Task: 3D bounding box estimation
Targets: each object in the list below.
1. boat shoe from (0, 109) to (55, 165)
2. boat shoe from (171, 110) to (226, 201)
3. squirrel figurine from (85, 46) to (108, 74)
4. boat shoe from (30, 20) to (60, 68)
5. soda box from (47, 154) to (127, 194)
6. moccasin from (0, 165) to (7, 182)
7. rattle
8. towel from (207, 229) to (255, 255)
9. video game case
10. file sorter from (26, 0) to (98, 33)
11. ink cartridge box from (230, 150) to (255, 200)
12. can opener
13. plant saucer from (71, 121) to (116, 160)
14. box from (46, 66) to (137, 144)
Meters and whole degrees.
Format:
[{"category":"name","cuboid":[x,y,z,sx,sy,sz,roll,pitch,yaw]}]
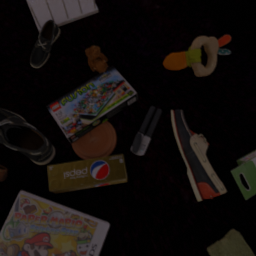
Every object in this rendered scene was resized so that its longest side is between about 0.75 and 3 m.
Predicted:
[{"category":"boat shoe","cuboid":[-3.565,0.050,8.572,2.913,0.985,1.046,30,74,11]},{"category":"boat shoe","cuboid":[1.990,0.712,8.263,0.882,1.003,2.818,-20,80,12]},{"category":"squirrel figurine","cuboid":[-1.036,-2.189,9.073,0.648,0.915,0.854,-29,33,4]},{"category":"boat shoe","cuboid":[-2.934,-2.891,9.624,0.617,0.581,1.718,24,82,0]},{"category":"soda box","cuboid":[-1.179,1.375,8.289,2.235,0.716,0.757,-9,72,-2]},{"category":"moccasin","cuboid":[-4.245,1.091,8.396,1.395,0.510,0.539,26,105,16]},{"category":"rattle","cuboid":[2.459,-2.535,9.707,1.326,1.455,2.036,51,57,-12]},{"category":"towel","cuboid":[3.023,3.762,7.799,1.132,0.278,1.526,-33,77,-8]},{"category":"video game case","cuboid":[-2.115,3.281,7.429,2.655,0.304,2.416,25,74,-13]},{"category":"file sorter","cuboid":[-2.460,-4.740,9.785,2.290,1.426,1.589,-23,74,-6]},{"category":"ink cartridge box","cuboid":[3.899,1.228,8.296,1.866,0.553,0.969,-27,92,-8]},{"category":"can opener","cuboid":[0.582,0.064,8.765,0.454,0.569,1.701,23,75,7]},{"category":"plant saucer","cuboid":[-1.091,0.337,8.863,1.438,0.232,1.438,0,72,0]},{"category":"box","cuboid":[-1.132,-0.778,8.932,2.550,0.443,1.404,-34,66,-12]}]
